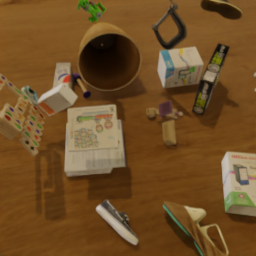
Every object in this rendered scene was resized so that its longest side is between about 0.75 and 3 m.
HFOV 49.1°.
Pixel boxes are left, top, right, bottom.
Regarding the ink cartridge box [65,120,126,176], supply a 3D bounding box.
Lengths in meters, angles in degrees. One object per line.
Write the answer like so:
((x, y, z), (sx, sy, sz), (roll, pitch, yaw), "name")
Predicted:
((-1.280, 0.731, 10.855), (2.244, 0.486, 2.203), (-3, 54, -4), "ink cartridge box")

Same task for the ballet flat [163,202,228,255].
((2.250, 3.191, 8.678), (0.995, 0.933, 2.750), (-40, 58, 1), "ballet flat")

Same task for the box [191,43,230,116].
((3.508, -2.063, 11.932), (0.547, 1.981, 2.473), (21, 56, 16), "box")

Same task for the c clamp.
((1.462, -3.882, 10.482), (0.277, 2.043, 1.745), (-39, 90, -22), "c clamp")

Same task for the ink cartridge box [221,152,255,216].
((4.136, 1.925, 9.745), (1.458, 0.878, 2.007), (6, 53, 5), "ink cartridge box")

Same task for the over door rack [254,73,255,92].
((6.654, -2.063, 12.840), (1.548, 0.516, 1.144), (11, 54, 8), "over door rack")

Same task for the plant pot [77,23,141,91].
((-1.044, -3.663, 12.892), (2.742, 2.742, 2.943), (-9, 43, -7), "plant pot")

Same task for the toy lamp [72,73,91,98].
((-2.175, -1.977, 12.843), (0.420, 0.420, 1.442), (-23, 57, -16), "toy lamp")

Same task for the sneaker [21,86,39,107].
((-3.365, -1.106, 9.880), (0.368, 0.853, 0.331), (-25, 33, 22), "sneaker")

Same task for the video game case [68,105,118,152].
((-1.121, 0.008, 8.827), (1.550, 0.184, 1.411), (-4, 73, 0), "video game case")

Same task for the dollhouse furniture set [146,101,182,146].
((1.666, -0.051, 11.638), (1.217, 1.359, 1.715), (10, 71, -43), "dollhouse furniture set")

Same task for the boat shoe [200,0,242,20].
((3.540, -4.558, 10.474), (1.624, 0.594, 0.526), (30, 63, 18), "boat shoe")

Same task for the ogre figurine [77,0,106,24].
((-1.300, -4.167, 9.825), (0.864, 1.442, 0.707), (32, 88, -15), "ogre figurine")

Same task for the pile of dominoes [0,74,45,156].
((-3.303, -0.558, 8.540), (0.429, 2.098, 2.692), (-37, 29, 13), "pile of dominoes")

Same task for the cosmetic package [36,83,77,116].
((-2.499, -0.964, 9.770), (1.365, 0.692, 0.486), (-19, 35, 39), "cosmetic package")

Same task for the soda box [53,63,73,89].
((-2.930, -1.958, 12.621), (0.685, 0.737, 2.159), (-2, 54, -2), "soda box")

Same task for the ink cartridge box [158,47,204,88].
((2.367, -2.776, 12.884), (1.703, 1.249, 1.244), (-8, 54, -5), "ink cartridge box")

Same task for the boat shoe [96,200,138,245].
((-0.258, 3.030, 9.151), (1.760, 0.631, 0.596), (34, 62, 30), "boat shoe")
